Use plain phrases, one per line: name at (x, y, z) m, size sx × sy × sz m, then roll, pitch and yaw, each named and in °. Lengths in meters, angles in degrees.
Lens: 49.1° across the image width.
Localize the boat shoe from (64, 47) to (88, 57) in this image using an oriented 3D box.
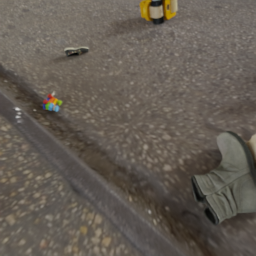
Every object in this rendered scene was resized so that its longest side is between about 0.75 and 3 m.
boat shoe at (-2.146, -3.190, 11.815) m, size 1.041 × 0.381 × 0.326 m, roll -15°, pitch 84°, yaw -29°

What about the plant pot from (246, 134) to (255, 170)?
plant pot at (3.720, 0.806, 7.205) m, size 1.370 × 1.370 × 1.254 m, roll -15°, pitch 35°, yaw -15°

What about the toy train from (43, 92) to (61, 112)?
toy train at (-2.480, -0.923, 9.495) m, size 0.501 × 0.366 × 0.866 m, roll 20°, pitch 50°, yaw 4°

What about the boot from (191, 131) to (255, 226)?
boot at (2.348, 1.125, 7.137) m, size 1.643 × 0.852 × 2.515 m, roll -11°, pitch 44°, yaw -3°

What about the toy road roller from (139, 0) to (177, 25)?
toy road roller at (1.466, -6.117, 14.189) m, size 1.404 × 1.182 × 1.924 m, roll 23°, pitch 49°, yaw 37°
